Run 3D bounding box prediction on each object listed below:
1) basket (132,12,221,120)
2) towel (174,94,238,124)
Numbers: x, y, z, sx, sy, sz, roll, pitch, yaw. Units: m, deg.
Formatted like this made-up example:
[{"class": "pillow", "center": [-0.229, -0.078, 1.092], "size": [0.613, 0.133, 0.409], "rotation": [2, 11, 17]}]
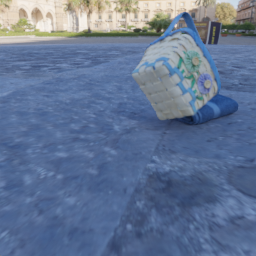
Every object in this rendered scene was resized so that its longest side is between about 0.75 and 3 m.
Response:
[{"class": "basket", "center": [1.650, -1.716, 8.249], "size": [1.965, 2.491, 2.825], "rotation": [-12, 35, 45]}, {"class": "towel", "center": [2.567, -0.688, 9.474], "size": [2.341, 0.568, 1.307], "rotation": [-14, 25, -34]}]
